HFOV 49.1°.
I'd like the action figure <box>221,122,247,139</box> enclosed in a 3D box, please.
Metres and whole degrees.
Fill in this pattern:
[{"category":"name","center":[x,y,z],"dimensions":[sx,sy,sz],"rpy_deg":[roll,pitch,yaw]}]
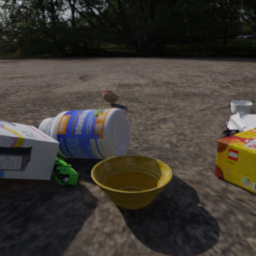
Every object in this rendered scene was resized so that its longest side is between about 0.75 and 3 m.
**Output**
[{"category":"action figure","center":[3.670,0.228,9.731],"dimensions":[0.687,0.764,1.026],"rpy_deg":[14,9,30]}]

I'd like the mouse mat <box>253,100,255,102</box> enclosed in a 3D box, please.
[{"category":"mouse mat","center":[6.851,-0.644,12.039],"dimensions":[2.140,0.100,2.659],"rpy_deg":[17,16,-7]}]

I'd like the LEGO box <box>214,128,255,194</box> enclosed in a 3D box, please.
[{"category":"LEGO box","center":[3.804,0.930,6.755],"dimensions":[1.975,1.023,2.652],"rpy_deg":[-13,23,-35]}]

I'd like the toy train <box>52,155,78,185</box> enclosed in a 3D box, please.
[{"category":"toy train","center":[-1.818,1.043,7.446],"dimensions":[0.519,0.384,1.840],"rpy_deg":[9,9,-32]}]

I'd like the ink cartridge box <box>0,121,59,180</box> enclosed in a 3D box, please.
[{"category":"ink cartridge box","center":[-3.299,0.433,6.876],"dimensions":[2.530,1.083,1.867],"rpy_deg":[11,7,-43]}]

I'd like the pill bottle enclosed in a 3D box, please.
[{"category":"pill bottle","center":[-1.325,0.182,8.170],"dimensions":[2.514,1.409,1.409],"rpy_deg":[-1,16,24]}]

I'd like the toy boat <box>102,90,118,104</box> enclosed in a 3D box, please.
[{"category":"toy boat","center":[-0.966,-1.722,14.897],"dimensions":[0.902,0.589,0.590],"rpy_deg":[31,36,-44]}]

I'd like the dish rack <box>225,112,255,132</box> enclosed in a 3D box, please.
[{"category":"dish rack","center":[5.135,-0.025,10.376],"dimensions":[2.407,0.611,2.805],"rpy_deg":[2,19,3]}]

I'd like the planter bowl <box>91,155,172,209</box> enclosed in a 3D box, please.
[{"category":"planter bowl","center":[0.079,1.278,6.200],"dimensions":[1.752,0.730,1.752],"rpy_deg":[1,19,0]}]

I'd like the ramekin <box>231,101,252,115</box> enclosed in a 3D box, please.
[{"category":"ramekin","center":[5.341,-0.937,13.249],"dimensions":[0.942,0.495,0.942],"rpy_deg":[1,18,0]}]
